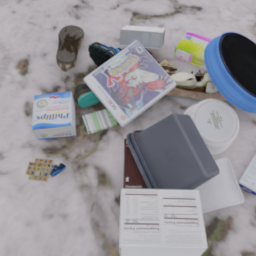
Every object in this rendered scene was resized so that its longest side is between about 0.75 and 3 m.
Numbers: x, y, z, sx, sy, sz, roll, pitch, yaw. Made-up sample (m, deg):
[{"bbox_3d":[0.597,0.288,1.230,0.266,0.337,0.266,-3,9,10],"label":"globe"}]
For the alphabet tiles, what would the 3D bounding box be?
[{"bbox_3d":[-2.664,1.274,8.554,0.859,0.027,0.715,6,58,4],"label":"alphabet tiles"}]

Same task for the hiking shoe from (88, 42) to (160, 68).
[{"bbox_3d":[-0.198,-2.502,10.396,2.620,0.975,1.136,26,51,-1],"label":"hiking shoe"}]

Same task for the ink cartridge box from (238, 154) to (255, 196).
[{"bbox_3d":[4.154,1.485,8.193,1.359,0.300,1.384,30,62,26],"label":"ink cartridge box"}]

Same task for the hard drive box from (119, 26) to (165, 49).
[{"bbox_3d":[0.574,-3.495,10.724,1.573,0.604,1.226,9,28,10],"label":"hard drive box"}]

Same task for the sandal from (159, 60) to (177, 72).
[{"bbox_3d":[1.370,-2.312,10.301,1.054,0.387,0.347,-1,73,-39],"label":"sandal"}]

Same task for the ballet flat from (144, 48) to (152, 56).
[{"bbox_3d":[0.627,-3.068,11.164,0.948,0.319,0.220,40,24,26],"label":"ballet flat"}]

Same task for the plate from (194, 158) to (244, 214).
[{"bbox_3d":[2.322,1.657,7.856,1.448,0.234,1.445,-21,46,16],"label":"plate"}]

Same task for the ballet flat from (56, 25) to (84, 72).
[{"bbox_3d":[-2.254,-3.095,10.825,0.980,0.675,2.910,4,46,-8],"label":"ballet flat"}]

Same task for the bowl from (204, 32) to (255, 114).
[{"bbox_3d":[3.716,-1.841,8.934,2.875,0.564,2.875,13,59,-23],"label":"bowl"}]

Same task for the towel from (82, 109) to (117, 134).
[{"bbox_3d":[-0.959,-0.263,9.435,1.049,0.161,0.783,-18,61,-11],"label":"towel"}]

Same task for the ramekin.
[{"bbox_3d":[2.552,-0.079,8.639,1.768,0.823,1.768,1,73,-4],"label":"ramekin"}]

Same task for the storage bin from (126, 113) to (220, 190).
[{"bbox_3d":[1.322,0.765,7.534,1.668,1.539,2.292,1,60,-52],"label":"storage bin"}]

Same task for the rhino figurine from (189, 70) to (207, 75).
[{"bbox_3d":[2.664,-1.945,10.434,0.813,0.243,0.355,-10,71,-8],"label":"rhino figurine"}]

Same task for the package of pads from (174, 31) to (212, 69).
[{"bbox_3d":[2.733,-3.030,10.929,1.613,0.550,1.246,25,61,15],"label":"package of pads"}]

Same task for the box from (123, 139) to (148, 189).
[{"bbox_3d":[0.380,1.331,7.816,1.006,0.752,2.008,-1,70,2],"label":"box"}]

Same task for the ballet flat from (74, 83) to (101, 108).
[{"bbox_3d":[-0.557,-1.499,9.760,2.786,0.947,0.953,-13,48,-12],"label":"ballet flat"}]

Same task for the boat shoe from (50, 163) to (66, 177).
[{"bbox_3d":[-2.107,1.223,8.194,0.259,0.755,0.318,45,101,4],"label":"boat shoe"}]

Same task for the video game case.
[{"bbox_3d":[0.057,-1.475,9.100,2.255,0.259,2.055,-38,80,-9],"label":"video game case"}]

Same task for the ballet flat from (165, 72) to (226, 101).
[{"bbox_3d":[2.389,-1.490,9.728,2.824,0.950,0.961,2,63,1],"label":"ballet flat"}]

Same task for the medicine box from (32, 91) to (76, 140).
[{"bbox_3d":[-2.408,-0.404,9.197,1.254,0.709,1.377,-7,58,-4],"label":"medicine box"}]

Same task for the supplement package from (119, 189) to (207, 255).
[{"bbox_3d":[0.665,2.438,6.471,1.711,2.197,1.218,1,53,0],"label":"supplement package"}]
